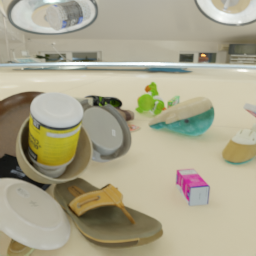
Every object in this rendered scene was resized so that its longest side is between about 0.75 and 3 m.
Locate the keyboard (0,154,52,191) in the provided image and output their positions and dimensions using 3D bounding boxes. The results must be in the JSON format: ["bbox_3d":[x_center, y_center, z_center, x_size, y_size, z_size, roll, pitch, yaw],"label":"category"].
[{"bbox_3d":[-2.509,1.046,6.782,1.822,0.234,1.094,13,41,25],"label":"keyboard"}]

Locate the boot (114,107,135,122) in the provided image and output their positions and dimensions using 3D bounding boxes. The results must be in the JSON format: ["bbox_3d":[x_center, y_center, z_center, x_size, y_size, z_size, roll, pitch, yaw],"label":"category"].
[{"bbox_3d":[-0.487,-0.428,11.209,1.507,0.724,2.062,-1,18,-10],"label":"boot"}]

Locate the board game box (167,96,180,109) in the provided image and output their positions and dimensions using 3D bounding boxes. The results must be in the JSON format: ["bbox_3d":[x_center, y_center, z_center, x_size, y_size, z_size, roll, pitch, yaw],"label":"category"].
[{"bbox_3d":[1.913,-0.769,11.840,0.210,0.969,1.440,7,18,21],"label":"board game box"}]

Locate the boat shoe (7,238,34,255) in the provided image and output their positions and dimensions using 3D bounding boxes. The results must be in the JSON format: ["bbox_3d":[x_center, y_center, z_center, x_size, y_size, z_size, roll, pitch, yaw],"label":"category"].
[{"bbox_3d":[-1.675,1.680,4.799,0.458,0.395,1.257,5,22,10],"label":"boat shoe"}]

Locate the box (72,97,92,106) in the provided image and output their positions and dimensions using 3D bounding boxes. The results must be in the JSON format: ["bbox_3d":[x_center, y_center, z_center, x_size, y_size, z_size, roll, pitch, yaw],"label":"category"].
[{"bbox_3d":[-2.551,-0.913,12.196,1.890,0.897,0.735,5,10,2],"label":"box"}]

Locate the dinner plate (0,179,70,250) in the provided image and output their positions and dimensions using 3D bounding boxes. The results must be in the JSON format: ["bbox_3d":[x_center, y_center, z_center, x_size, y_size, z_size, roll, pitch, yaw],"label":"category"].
[{"bbox_3d":[-1.604,1.344,4.703,1.607,0.195,1.607,36,7,-5],"label":"dinner plate"}]

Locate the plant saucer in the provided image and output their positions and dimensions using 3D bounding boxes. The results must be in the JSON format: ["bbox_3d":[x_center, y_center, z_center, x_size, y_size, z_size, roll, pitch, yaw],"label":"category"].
[{"bbox_3d":[-2.965,0.093,7.924,2.658,0.426,2.658,-2,56,3],"label":"plant saucer"}]

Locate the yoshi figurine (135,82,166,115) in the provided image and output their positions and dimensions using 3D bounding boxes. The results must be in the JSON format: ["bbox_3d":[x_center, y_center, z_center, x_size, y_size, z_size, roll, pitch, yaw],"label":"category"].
[{"bbox_3d":[0.937,-1.354,13.353,1.436,1.441,2.564,-17,21,-1],"label":"yoshi figurine"}]

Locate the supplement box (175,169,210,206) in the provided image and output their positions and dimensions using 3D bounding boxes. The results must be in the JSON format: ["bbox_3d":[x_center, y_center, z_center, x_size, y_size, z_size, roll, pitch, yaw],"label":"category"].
[{"bbox_3d":[1.387,1.271,6.118,0.442,0.433,0.855,-3,17,-9],"label":"supplement box"}]

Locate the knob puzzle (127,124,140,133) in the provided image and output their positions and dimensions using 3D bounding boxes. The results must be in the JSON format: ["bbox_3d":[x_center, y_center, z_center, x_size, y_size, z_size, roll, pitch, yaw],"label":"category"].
[{"bbox_3d":[-0.036,-0.036,10.836,1.146,0.159,1.146,0,17,0],"label":"knob puzzle"}]

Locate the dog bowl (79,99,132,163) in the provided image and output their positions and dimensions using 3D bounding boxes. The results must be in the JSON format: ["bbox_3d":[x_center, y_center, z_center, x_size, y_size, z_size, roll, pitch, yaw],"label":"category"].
[{"bbox_3d":[-0.792,0.104,7.753,0.554,1.889,1.889,-38,-9,37],"label":"dog bowl"}]

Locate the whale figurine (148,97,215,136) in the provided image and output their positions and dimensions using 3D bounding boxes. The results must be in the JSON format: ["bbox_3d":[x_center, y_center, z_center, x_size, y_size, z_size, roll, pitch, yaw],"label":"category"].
[{"bbox_3d":[1.981,-0.257,10.321,2.460,1.276,1.957,-17,8,37],"label":"whale figurine"}]

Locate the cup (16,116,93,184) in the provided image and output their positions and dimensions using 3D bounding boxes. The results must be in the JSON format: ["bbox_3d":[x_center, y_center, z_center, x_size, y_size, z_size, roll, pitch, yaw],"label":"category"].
[{"bbox_3d":[-1.702,0.559,5.969,1.557,1.557,1.113,-18,-15,-45],"label":"cup"}]

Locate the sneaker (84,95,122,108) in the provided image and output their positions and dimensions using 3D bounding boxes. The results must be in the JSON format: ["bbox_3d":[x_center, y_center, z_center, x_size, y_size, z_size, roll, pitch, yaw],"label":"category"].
[{"bbox_3d":[-1.281,-1.179,13.471,2.201,0.780,0.912,-5,11,-24],"label":"sneaker"}]

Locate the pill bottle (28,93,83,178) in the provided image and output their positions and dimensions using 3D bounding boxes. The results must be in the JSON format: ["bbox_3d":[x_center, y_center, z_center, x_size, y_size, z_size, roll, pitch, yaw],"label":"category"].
[{"bbox_3d":[-1.503,0.219,5.646,0.962,1.717,0.962,12,39,-10],"label":"pill bottle"}]

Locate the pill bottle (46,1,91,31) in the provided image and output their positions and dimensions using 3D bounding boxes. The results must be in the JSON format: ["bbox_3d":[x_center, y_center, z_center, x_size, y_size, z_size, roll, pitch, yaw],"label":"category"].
[{"bbox_3d":[-2.365,-4.576,11.284,0.939,0.939,1.650,16,38,42],"label":"pill bottle"}]

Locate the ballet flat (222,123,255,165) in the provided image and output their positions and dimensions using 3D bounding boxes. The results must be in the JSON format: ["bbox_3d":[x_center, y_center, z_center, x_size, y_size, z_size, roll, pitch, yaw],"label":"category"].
[{"bbox_3d":[3.666,0.323,8.497,0.923,0.848,2.691,16,23,41],"label":"ballet flat"}]

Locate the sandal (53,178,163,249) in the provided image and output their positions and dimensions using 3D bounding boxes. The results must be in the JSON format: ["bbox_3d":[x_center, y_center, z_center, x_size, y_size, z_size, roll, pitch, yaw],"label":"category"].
[{"bbox_3d":[-0.572,1.365,5.242,1.111,0.747,2.767,-12,20,-39],"label":"sandal"}]

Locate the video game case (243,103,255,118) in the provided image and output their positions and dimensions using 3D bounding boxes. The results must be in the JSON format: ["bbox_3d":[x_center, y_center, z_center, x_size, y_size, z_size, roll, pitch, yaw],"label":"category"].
[{"bbox_3d":[5.188,0.006,8.913,1.902,0.232,2.661,29,5,-25],"label":"video game case"}]
